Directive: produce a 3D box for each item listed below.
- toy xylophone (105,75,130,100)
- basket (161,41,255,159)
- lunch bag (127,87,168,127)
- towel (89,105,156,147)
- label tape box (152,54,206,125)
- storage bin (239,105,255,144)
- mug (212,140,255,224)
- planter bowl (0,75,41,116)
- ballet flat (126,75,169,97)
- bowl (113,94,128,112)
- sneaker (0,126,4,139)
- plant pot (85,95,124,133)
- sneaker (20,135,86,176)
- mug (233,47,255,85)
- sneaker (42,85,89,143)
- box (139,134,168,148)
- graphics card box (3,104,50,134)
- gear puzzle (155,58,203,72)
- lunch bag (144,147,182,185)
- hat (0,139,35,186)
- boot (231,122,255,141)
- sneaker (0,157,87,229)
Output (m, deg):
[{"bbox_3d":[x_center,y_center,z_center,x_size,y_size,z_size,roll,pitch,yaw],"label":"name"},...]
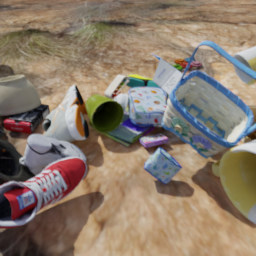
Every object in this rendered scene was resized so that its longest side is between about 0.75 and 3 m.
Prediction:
[{"bbox_3d":[-0.375,-1.496,10.404,1.190,0.299,0.871,-49,39,-5],"label":"toy xylophone"},{"bbox_3d":[2.052,-0.514,6.539,2.173,2.465,1.714,38,48,10],"label":"basket"},{"bbox_3d":[0.740,-0.694,9.232,1.444,0.681,1.802,0,37,-9],"label":"lunch bag"},{"bbox_3d":[0.145,-0.388,9.548,1.850,0.293,2.576,26,43,30],"label":"towel"},{"bbox_3d":[1.732,-1.262,9.260,1.809,0.834,2.524,27,16,-50],"label":"label tape box"},{"bbox_3d":[4.223,-0.075,8.798,1.391,0.656,1.401,3,36,3],"label":"storage bin"},{"bbox_3d":[3.289,0.824,6.394,1.928,1.881,2.349,-24,44,-25],"label":"mug"},{"bbox_3d":[-3.896,-1.185,9.569,1.601,1.077,1.601,-7,22,3],"label":"planter bowl"},{"bbox_3d":[0.837,-1.668,10.978,2.087,0.697,0.700,26,36,31],"label":"ballet flat"},{"bbox_3d":[-0.311,-0.794,9.259,0.353,0.785,0.785,15,32,-19],"label":"bowl"},{"bbox_3d":[-5.005,-0.099,8.738,2.627,1.026,1.186,26,69,23],"label":"sneaker"},{"bbox_3d":[-0.858,-0.552,8.870,1.086,1.086,1.046,-18,35,-23],"label":"plant pot"},{"bbox_3d":[-2.046,0.835,7.599,1.683,0.967,0.632,22,25,-31],"label":"sneaker"},{"bbox_3d":[3.824,-1.812,8.096,1.033,1.008,1.258,-29,83,-1],"label":"mug"},{"bbox_3d":[-2.071,-0.436,9.003,1.355,1.115,2.945,-21,28,4],"label":"sneaker"},{"bbox_3d":[0.770,0.385,8.471,0.751,0.147,0.514,-12,18,-15],"label":"box"},{"bbox_3d":[-3.352,-0.367,9.392,0.906,0.367,1.444,6,34,9],"label":"graphics card box"},{"bbox_3d":[2.302,-3.010,13.183,2.302,0.301,1.192,-13,38,-18],"label":"gear puzzle"},{"bbox_3d":[0.885,0.982,7.102,0.763,0.649,0.486,40,16,-3],"label":"lunch bag"},{"bbox_3d":[-3.342,0.998,7.078,0.753,1.867,1.867,-47,42,7],"label":"hat"},{"bbox_3d":[3.577,0.188,7.715,2.027,0.765,0.746,2,11,0],"label":"boot"},{"bbox_3d":[-1.846,1.313,5.941,2.491,1.401,0.887,-31,87,-27],"label":"sneaker"}]
